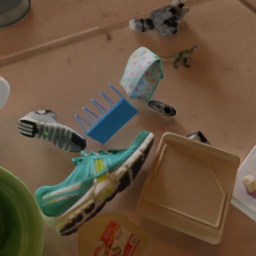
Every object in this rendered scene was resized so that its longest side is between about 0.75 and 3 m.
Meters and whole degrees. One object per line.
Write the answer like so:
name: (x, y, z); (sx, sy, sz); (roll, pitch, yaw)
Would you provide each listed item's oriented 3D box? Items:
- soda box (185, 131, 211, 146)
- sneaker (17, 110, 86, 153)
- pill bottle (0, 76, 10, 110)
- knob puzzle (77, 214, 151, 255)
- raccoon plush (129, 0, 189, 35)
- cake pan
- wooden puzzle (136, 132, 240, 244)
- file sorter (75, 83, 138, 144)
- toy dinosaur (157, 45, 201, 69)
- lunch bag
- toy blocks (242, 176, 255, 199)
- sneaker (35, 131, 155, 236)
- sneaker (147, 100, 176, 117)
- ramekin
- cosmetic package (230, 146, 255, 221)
soda box: (1.169, 0.682, 6.210); (1.416, 0.501, 0.448); (-40, 94, -23)
sneaker: (-1.709, -0.044, 6.748); (1.623, 0.609, 0.937); (22, 29, -8)
pill bottle: (-4.218, -1.242, 6.217); (2.746, 1.540, 1.540); (38, 62, -2)
knob puzzle: (-0.383, 2.141, 5.133); (1.377, 0.191, 1.377); (3, 77, -15)
raccoon plush: (1.030, -3.728, 9.067); (1.809, 0.875, 1.212); (12, 49, 8)
cake pan: (-4.533, -4.224, 9.593); (2.301, 0.422, 2.301); (0, 56, 0)
wooden puzzle: (1.187, 1.109, 5.459); (1.619, 0.326, 1.750); (19, 69, 11)
file sorter: (-0.526, -0.338, 6.527); (1.156, 0.802, 0.709); (-43, 61, 6)
toy dinosaur: (1.518, -2.013, 8.167); (1.271, 0.302, 0.560); (-11, 72, 16)
lunch bag: (0.374, -1.385, 7.092); (0.708, 1.161, 0.989); (13, 27, -29)
toy blocks: (3.265, 1.424, 5.241); (1.613, 1.453, 1.726); (-33, 22, -3)
sneaker: (-0.554, 0.837, 5.712); (2.852, 1.105, 1.136); (-36, 68, -27)
sneaker: (0.839, -0.517, 7.083); (0.790, 0.449, 0.298); (23, 96, 12)
ramekin: (-2.823, 1.777, 4.300); (1.303, 2.668, 2.668); (-4, 42, 51)
cosmetic package: (2.852, 1.184, 5.966); (1.101, 0.377, 1.460); (37, 69, 22)
